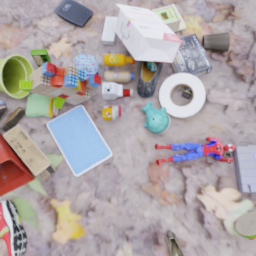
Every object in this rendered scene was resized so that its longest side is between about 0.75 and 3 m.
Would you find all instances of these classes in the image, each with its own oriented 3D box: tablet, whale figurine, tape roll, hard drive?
[{"bbox_3d":[-1.937,0.454,10.999,1.660,0.174,2.551,-30,72,-10],"label":"tablet"},{"bbox_3d":[0.993,-0.440,10.961,1.144,0.746,1.438,-41,62,16],"label":"whale figurine"},{"bbox_3d":[2.167,-1.299,11.291,1.841,0.336,1.841,-1,82,10],"label":"tape roll"},{"bbox_3d":[-2.533,-5.348,13.045,1.631,0.345,1.100,31,73,11],"label":"hard drive"}]

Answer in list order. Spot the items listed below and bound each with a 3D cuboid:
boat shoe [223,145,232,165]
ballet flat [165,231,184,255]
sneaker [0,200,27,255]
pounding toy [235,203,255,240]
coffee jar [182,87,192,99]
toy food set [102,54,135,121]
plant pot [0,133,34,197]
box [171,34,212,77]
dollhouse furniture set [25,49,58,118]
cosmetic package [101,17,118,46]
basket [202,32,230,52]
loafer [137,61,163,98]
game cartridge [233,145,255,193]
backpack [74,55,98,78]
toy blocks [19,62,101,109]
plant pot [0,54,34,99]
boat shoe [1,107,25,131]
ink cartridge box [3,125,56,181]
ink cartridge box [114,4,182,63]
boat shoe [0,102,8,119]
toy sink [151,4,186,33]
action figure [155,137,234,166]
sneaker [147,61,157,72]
[{"bbox_3d":[3.805,1.010,10.759,0.285,0.236,0.794,-6,70,-2],"label":"boat shoe"},{"bbox_3d":[1.673,4.317,9.464,0.547,0.377,1.625,-16,71,-6],"label":"ballet flat"},{"bbox_3d":[-4.157,3.573,9.649,0.888,0.806,2.092,-28,66,5],"label":"sneaker"},{"bbox_3d":[4.451,3.385,9.571,1.463,1.129,0.679,-35,101,-16],"label":"pounding toy"},{"bbox_3d":[2.541,-1.585,11.669,0.397,0.325,0.762,27,72,9],"label":"coffee jar"},{"bbox_3d":[-0.335,-1.491,11.086,1.256,1.333,2.792,-1,67,0],"label":"toy food set"},{"bbox_3d":[-4.872,1.198,9.846,2.070,2.069,1.825,-26,62,-9],"label":"plant pot"},{"bbox_3d":[2.577,-3.060,12.140,1.477,0.451,1.865,-19,71,-6],"label":"box"},{"bbox_3d":[-3.504,-1.786,11.369,1.331,1.028,2.663,-1,70,0],"label":"dollhouse furniture set"},{"bbox_3d":[-0.823,-4.397,12.697,0.553,0.339,1.339,7,70,3],"label":"cosmetic package"},{"bbox_3d":[3.817,-3.766,12.292,1.053,0.716,0.949,2,57,5],"label":"basket"},{"bbox_3d":[0.971,-2.615,11.673,0.984,0.977,2.703,7,66,3],"label":"loafer"},{"bbox_3d":[5.454,1.520,10.462,2.791,0.536,1.809,0,66,0],"label":"game cartridge"},{"bbox_3d":[-1.718,-2.351,11.382,1.058,1.159,0.780,2,43,-8],"label":"backpack"},{"bbox_3d":[-2.247,-1.615,10.149,2.677,1.830,1.338,14,69,-41],"label":"toy blocks"},{"bbox_3d":[-4.879,-2.048,11.049,1.535,1.669,1.669,8,69,25],"label":"plant pot"},{"bbox_3d":[-4.619,-0.355,11.220,1.146,0.412,0.390,-46,52,-10],"label":"boat shoe"},{"bbox_3d":[-3.459,0.937,9.998,0.688,1.508,1.831,-40,82,-16],"label":"ink cartridge box"},{"bbox_3d":[0.603,-3.826,11.208,1.728,1.001,2.967,-2,44,-27],"label":"ink cartridge box"},{"bbox_3d":[-5.483,0.071,10.842,0.890,0.888,2.459,41,85,9],"label":"boat shoe"},{"bbox_3d":[1.861,-4.896,12.628,1.448,0.811,0.944,-16,71,-6],"label":"toy sink"},{"bbox_3d":[2.573,0.838,10.159,2.967,1.469,0.968,-5,85,-6],"label":"action figure"},{"bbox_3d":[0.917,-2.697,11.814,0.310,0.302,0.778,-28,64,-7],"label":"sneaker"}]
